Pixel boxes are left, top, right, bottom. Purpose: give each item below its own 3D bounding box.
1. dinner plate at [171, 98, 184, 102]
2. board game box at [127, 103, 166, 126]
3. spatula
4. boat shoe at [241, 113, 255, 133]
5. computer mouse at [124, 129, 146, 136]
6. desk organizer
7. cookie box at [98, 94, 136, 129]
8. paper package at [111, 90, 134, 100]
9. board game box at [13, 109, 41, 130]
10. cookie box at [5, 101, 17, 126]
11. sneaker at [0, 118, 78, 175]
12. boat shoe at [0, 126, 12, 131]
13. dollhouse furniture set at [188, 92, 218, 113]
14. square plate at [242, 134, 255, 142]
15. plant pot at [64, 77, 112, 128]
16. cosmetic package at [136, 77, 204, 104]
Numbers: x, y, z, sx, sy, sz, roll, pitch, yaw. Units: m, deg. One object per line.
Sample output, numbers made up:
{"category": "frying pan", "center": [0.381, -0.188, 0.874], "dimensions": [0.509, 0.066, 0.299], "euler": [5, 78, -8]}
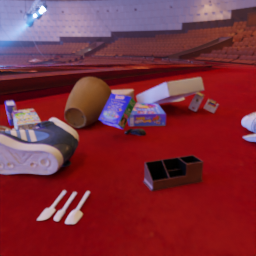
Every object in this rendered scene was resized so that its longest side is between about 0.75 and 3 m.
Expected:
{"category": "dinner plate", "center": [2.317, -1.981, 17.741], "dimensions": [2.470, 0.299, 2.470], "euler": [-1, 15, 0]}
{"category": "board game box", "center": [0.736, -0.654, 12.824], "dimensions": [1.569, 0.523, 2.334], "euler": [-1, 17, -3]}
{"category": "spatula", "center": [-1.283, 1.657, 5.947], "dimensions": [0.822, 0.095, 1.183], "euler": [-2, 15, 12]}
{"category": "boat shoe", "center": [5.755, -0.412, 11.422], "dimensions": [2.764, 0.980, 0.965], "euler": [-16, 25, -26]}
{"category": "computer mouse", "center": [0.304, 0.127, 10.777], "dimensions": [0.812, 0.214, 0.563], "euler": [8, 18, 25]}
{"category": "desk organizer", "center": [1.128, 1.096, 6.960], "dimensions": [1.425, 0.549, 0.511], "euler": [-6, 18, -19]}
{"category": "cookie box", "center": [-0.384, -0.610, 10.070], "dimensions": [0.958, 1.120, 0.421], "euler": [16, -17, 37]}
{"category": "paper package", "center": [-0.535, -1.566, 15.235], "dimensions": [1.509, 0.819, 1.583], "euler": [1, 17, 16]}
{"category": "board game box", "center": [-3.651, -0.056, 10.131], "dimensions": [0.783, 0.797, 1.520], "euler": [-9, 24, -26]}
{"category": "cookie box", "center": [-5.066, -0.655, 12.206], "dimensions": [0.395, 0.900, 1.052], "euler": [-12, 21, -24]}
{"category": "sneaker", "center": [-2.815, 0.380, 8.031], "dimensions": [2.764, 1.114, 2.024], "euler": [7, 25, 8]}
{"category": "boat shoe", "center": [-3.872, 0.459, 8.720], "dimensions": [2.104, 0.796, 0.777], "euler": [7, 22, 25]}
{"category": "dollhouse furniture set", "center": [3.867, -1.167, 14.395], "dimensions": [1.228, 0.861, 0.866], "euler": [28, 22, 8]}
{"category": "square plate", "center": [5.345, 0.244, 9.447], "dimensions": [1.982, 0.285, 2.001], "euler": [-7, 0, -25]}
{"category": "plant pot", "center": [-1.834, -0.917, 11.877], "dimensions": [1.908, 1.908, 2.048], "euler": [4, 31, 14]}
{"category": "cosmetic package", "center": [2.064, -1.784, 14.425], "dimensions": [2.196, 0.752, 2.912], "euler": [-15, 0, -28]}
